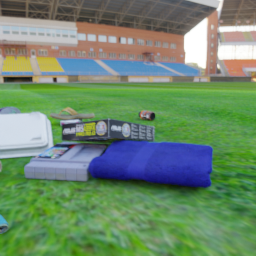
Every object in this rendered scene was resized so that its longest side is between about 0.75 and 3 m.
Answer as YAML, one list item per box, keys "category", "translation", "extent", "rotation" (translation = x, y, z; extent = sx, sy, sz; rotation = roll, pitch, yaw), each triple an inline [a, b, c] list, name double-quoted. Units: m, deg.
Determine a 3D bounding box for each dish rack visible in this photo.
- category: "dish rack"
  translation: [-3.582, 0.117, 8.746]
  extent: [2.289, 0.498, 1.965]
  rotation: [-4, 39, -18]

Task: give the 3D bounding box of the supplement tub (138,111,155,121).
- category: "supplement tub"
  translation: [0.980, -0.667, 15.073]
  extent: [0.498, 0.498, 0.932]
  rotation: [-10, 14, -42]

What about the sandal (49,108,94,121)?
- category: "sandal"
  translation: [-2.728, -0.715, 13.728]
  extent: [2.162, 0.584, 0.868]
  rotation: [-2, 11, -13]

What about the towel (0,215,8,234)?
- category: "towel"
  translation: [-2.644, 1.515, 4.507]
  extent: [0.997, 0.148, 1.360]
  rotation: [-9, 13, -41]

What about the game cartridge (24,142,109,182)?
- category: "game cartridge"
  translation: [-1.520, 0.804, 7.566]
  extent: [1.584, 0.469, 2.443]
  rotation: [6, 11, 7]

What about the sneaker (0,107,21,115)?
- category: "sneaker"
  translation: [-4.516, -0.181, 10.628]
  extent: [1.261, 1.072, 2.881]
  rotation: [-13, 18, 11]

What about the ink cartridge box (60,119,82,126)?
- category: "ink cartridge box"
  translation: [-2.732, -0.300, 13.754]
  extent: [0.767, 0.270, 1.286]
  rotation: [1, 13, 8]

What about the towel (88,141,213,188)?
- category: "towel"
  translation: [0.628, 0.875, 6.723]
  extent: [2.684, 0.665, 1.982]
  rotation: [2, 15, 18]

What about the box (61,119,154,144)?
- category: "box"
  translation: [-0.552, 0.160, 8.507]
  extent: [1.838, 0.508, 2.294]
  rotation: [-6, -8, 36]
